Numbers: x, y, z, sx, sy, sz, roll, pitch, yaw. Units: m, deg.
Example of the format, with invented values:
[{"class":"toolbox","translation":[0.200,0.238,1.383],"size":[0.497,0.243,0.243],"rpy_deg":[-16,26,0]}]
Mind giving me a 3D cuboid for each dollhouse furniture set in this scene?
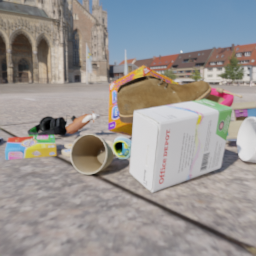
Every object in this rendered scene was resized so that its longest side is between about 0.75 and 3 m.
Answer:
[{"class":"dollhouse furniture set","translation":[4.181,0.291,10.712],"size":[2.229,1.540,2.361],"rpy_deg":[-3,34,24]}]

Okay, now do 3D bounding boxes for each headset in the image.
[{"class":"headset","translation":[-3.204,0.067,12.383],"size":[1.503,1.144,2.434],"rpy_deg":[5,26,40]}]

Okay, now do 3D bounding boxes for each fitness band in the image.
[{"class":"fitness band","translation":[3.311,-1.107,11.557],"size":[1.750,0.456,2.437],"rpy_deg":[18,32,33]}]

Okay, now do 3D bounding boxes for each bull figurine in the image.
[{"class":"bull figurine","translation":[-1.953,-0.245,11.744],"size":[1.521,0.495,0.923],"rpy_deg":[-31,13,-14]}]

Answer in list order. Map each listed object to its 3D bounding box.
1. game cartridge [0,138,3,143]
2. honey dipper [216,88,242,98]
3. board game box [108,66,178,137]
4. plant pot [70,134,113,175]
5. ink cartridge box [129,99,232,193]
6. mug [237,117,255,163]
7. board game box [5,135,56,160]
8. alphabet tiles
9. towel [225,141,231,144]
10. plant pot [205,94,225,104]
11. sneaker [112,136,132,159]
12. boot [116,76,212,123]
[{"class":"game cartridge","translation":[-5.339,0.566,10.614],"size":[0.786,0.238,1.178],"rpy_deg":[3,10,-3]},{"class":"honey dipper","translation":[4.192,-1.430,11.621],"size":[0.214,0.214,1.129],"rpy_deg":[-10,29,-44]},{"class":"board game box","translation":[0.594,-0.808,10.512],"size":[1.920,1.919,1.919],"rpy_deg":[16,-24,-39]},{"class":"plant pot","translation":[-0.848,0.753,7.742],"size":[1.052,1.052,1.123],"rpy_deg":[4,-7,20]},{"class":"ink cartridge box","translation":[1.265,0.336,6.801],"size":[2.345,1.698,0.985],"rpy_deg":[-11,26,-32]},{"class":"mug","translation":[4.232,0.578,8.053],"size":[1.565,1.318,1.785],"rpy_deg":[8,40,-3]},{"class":"board game box","translation":[-3.239,0.634,9.409],"size":[1.550,0.312,1.186],"rpy_deg":[-3,20,-17]},{"class":"alphabet tiles","translation":[-1.200,0.749,9.631],"size":[1.950,0.146,1.994],"rpy_deg":[14,18,43]},{"class":"towel","translation":[2.971,0.467,10.827],"size":[2.037,0.351,1.350],"rpy_deg":[-9,15,-41]},{"class":"plant pot","translation":[4.358,-0.980,15.113],"size":[1.883,1.883,1.264],"rpy_deg":[-5,0,-25]},{"class":"sneaker","translation":[0.184,0.686,7.293],"size":[1.385,0.551,0.904],"rpy_deg":[21,7,7]},{"class":"boot","translation":[1.076,-1.063,8.260],"size":[2.955,1.115,1.088],"rpy_deg":[-16,21,-8]}]
